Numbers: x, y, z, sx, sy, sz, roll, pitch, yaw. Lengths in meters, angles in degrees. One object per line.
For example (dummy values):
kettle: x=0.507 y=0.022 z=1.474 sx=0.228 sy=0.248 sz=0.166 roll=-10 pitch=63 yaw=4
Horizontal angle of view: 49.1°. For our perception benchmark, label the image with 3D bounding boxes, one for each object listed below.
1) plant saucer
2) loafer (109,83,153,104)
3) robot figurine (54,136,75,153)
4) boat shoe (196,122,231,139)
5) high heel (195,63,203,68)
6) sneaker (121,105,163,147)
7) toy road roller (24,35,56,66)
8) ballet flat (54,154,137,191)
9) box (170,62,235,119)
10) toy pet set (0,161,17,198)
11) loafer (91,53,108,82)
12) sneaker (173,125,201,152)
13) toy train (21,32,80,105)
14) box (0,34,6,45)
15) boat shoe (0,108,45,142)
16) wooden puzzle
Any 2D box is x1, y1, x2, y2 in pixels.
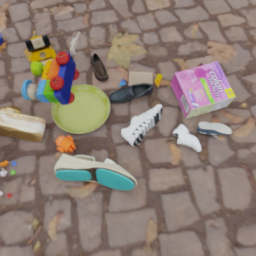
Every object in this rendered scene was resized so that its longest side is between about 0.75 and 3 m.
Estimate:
plant saucer: x=-1.919 y=-0.729 z=11.500 sx=2.362 sy=0.367 sz=2.362 roll=0 pitch=61 yaw=-1
loafer: x=0.105 y=-1.484 z=11.627 sx=1.902 sy=0.668 sz=0.646 roll=-14 pitch=80 yaw=3
robot figurine: x=-2.396 y=0.608 z=10.688 sx=0.822 sy=0.479 sz=0.591 roll=31 pitch=105 yaw=16
boat shoe: x=3.360 y=0.107 z=10.985 sx=1.326 sy=0.410 sz=0.497 roll=7 pitch=44 yaw=-5
high heel: x=2.805 y=-2.393 z=12.284 sx=1.216 sy=0.585 sz=0.410 roll=-36 pitch=54 yaw=-21
sneaker: x=0.576 y=-0.255 z=11.048 sx=0.858 sy=0.795 sz=2.117 roll=33 pitch=65 yaw=26
toy road roller: x=-3.868 y=-3.279 z=12.700 sx=1.068 sy=1.268 sz=1.738 roll=-21 pitch=100 yaw=-11
ballet flat: x=-1.116 y=1.466 z=9.979 sx=2.995 sy=1.040 sz=1.040 roll=9 pitch=61 yaw=6
box: x=3.010 y=-1.543 z=11.475 sx=1.952 sy=0.944 sz=1.717 roll=-16 pitch=71 yaw=-9
toy pet set: x=-4.779 y=1.744 z=9.892 sx=1.288 sy=0.733 sz=1.380 roll=-4 pitch=60 yaw=-2
loafer: x=-1.340 y=-2.716 z=12.507 sx=0.566 sy=0.553 sz=1.551 roll=-22 pitch=63 yaw=-12
sneaker: x=2.229 y=0.515 z=10.778 sx=0.659 sy=0.517 sz=1.327 roll=-35 pitch=57 yaw=-11
toy train: x=-2.617 y=-2.138 z=9.729 sx=1.602 sy=1.172 sz=2.769 roll=0 pitch=66 yaw=12
box: x=-7.072 y=-3.704 z=13.161 sx=1.412 sy=0.378 sz=2.331 roll=21 pitch=61 yaw=12
boat shoe: x=-4.589 y=-0.249 z=10.915 sx=2.821 sy=1.040 sz=0.976 roll=15 pitch=59 yaw=-2
wooden puzzle: x=0.565 y=-2.027 z=12.338 sx=1.807 sy=0.211 sz=1.219 roll=9 pitch=57 yaw=5
